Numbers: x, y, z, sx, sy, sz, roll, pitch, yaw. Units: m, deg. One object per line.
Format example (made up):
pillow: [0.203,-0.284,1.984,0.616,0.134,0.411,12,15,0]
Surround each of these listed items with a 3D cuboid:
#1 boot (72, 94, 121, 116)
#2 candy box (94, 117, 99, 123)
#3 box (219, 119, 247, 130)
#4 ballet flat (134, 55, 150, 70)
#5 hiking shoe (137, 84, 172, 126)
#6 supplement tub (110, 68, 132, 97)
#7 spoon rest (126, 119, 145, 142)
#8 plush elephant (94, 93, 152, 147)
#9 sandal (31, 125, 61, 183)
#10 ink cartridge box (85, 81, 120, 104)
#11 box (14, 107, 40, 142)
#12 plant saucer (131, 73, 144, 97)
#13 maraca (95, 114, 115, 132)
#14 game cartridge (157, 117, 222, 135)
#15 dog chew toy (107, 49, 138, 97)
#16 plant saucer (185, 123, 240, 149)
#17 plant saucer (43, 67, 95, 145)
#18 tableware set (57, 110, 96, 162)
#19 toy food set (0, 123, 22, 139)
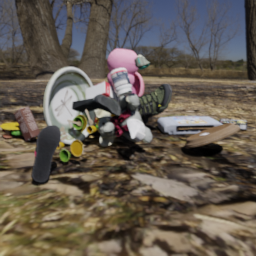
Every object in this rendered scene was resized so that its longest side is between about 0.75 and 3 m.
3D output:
boot: [-1.054,-0.648,9.187,1.327,0.435,1.093,-13,-35,40]
candy box: [-1.340,-0.683,14.373,1.059,0.512,1.814,4,15,13]
box: [4.716,-0.157,12.631,1.197,0.294,0.964,5,11,22]
ballet flat: [0.414,-1.974,8.369,0.406,0.384,1.206,-19,7,10]
hiking shoe: [0.708,-0.926,11.396,1.227,2.437,0.923,19,36,-42]
supplement tub: [-0.240,-1.578,9.778,0.620,0.883,0.620,-16,-7,-2]
spoon rest: [0.242,0.071,8.178,0.631,0.385,1.270,28,16,-12]
plush elephant: [-0.356,-0.155,9.442,1.548,1.647,1.999,-21,9,-11]
sandal: [-2.096,0.630,7.000,0.562,1.497,0.337,19,-22,-23]
ink cartridge box: [-0.830,-1.108,10.299,0.905,0.511,1.233,-18,-26,29]
box: [-3.719,-0.137,10.338,0.577,1.153,0.432,-24,-3,44]
plant saucer: [0.115,-1.722,12.634,1.628,1.628,0.413,13,3,42]
maraca: [-0.680,-0.120,11.189,1.148,0.896,1.674,5,12,5]
game cartridge: [2.642,-0.137,12.225,2.567,0.533,1.710,-1,18,-6]
dog chew toy: [-0.286,-2.181,11.787,1.331,2.137,1.331,8,10,-1]
plant saucer: [2.681,0.224,9.096,1.825,0.269,1.825,-21,1,0]
plant saucer: [-2.169,-0.773,10.037,0.685,2.730,2.730,4,13,30]
tableware set: [-1.504,0.275,7.780,1.526,1.028,0.234,-32,-13,28]
toy food set: [-4.471,0.134,10.976,1.538,0.502,0.905,1,16,-17]
